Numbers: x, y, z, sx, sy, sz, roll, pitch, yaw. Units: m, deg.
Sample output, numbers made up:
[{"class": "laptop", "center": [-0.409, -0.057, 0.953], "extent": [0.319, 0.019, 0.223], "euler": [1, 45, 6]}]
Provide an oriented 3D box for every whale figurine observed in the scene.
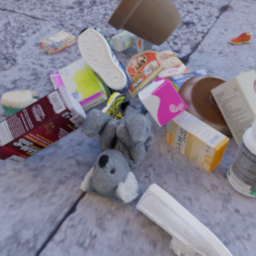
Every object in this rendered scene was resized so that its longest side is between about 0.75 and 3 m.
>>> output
[{"class": "whale figurine", "center": [-3.989, -0.921, 10.461], "extent": [1.315, 0.857, 1.653], "euler": [10, 22, 2]}]

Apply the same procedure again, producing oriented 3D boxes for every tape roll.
[{"class": "tape roll", "center": [0.701, -4.044, 13.028], "extent": [0.431, 1.305, 1.305], "euler": [-12, 47, -13]}]

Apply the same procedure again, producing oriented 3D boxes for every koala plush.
[{"class": "koala plush", "center": [-0.326, 0.939, 8.066], "extent": [1.995, 2.068, 2.250], "euler": [6, 65, 22]}]

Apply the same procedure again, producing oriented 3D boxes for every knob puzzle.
[{"class": "knob puzzle", "center": [0.438, -2.401, 11.263], "extent": [2.180, 0.302, 2.180], "euler": [-25, 50, 34]}]

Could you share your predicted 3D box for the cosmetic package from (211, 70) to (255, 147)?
[{"class": "cosmetic package", "center": [3.786, -0.515, 8.890], "extent": [0.991, 1.174, 2.271], "euler": [-24, 87, -29]}]

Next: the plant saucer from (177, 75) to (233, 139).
[{"class": "plant saucer", "center": [3.034, -0.859, 9.830], "extent": [2.656, 0.486, 2.656], "euler": [5, 65, -10]}]

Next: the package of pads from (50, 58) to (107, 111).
[{"class": "package of pads", "center": [-1.859, -1.575, 10.509], "extent": [1.663, 0.734, 2.152], "euler": [-28, 54, -2]}]

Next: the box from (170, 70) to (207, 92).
[{"class": "box", "center": [2.834, -1.148, 10.664], "extent": [1.594, 0.623, 2.613], "euler": [-15, 47, -14]}]

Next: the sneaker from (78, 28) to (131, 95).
[{"class": "sneaker", "center": [-0.834, -2.418, 10.710], "extent": [1.042, 1.894, 2.587], "euler": [-36, 88, 7]}]

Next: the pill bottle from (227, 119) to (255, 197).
[{"class": "pill bottle", "center": [3.619, 0.751, 7.618], "extent": [1.246, 2.203, 1.246], "euler": [3, 40, -2]}]

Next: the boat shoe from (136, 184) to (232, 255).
[{"class": "boat shoe", "center": [1.363, 2.599, 6.845], "extent": [2.824, 1.017, 0.967], "euler": [40, 85, 20]}]

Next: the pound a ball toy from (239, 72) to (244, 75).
[{"class": "pound a ball toy", "center": [4.686, -1.541, 11.135], "extent": [1.114, 0.726, 1.708], "euler": [8, 40, 44]}]

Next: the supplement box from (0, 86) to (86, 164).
[{"class": "supplement box", "center": [-2.610, -0.005, 8.113], "extent": [2.615, 1.423, 0.796], "euler": [-30, 71, 1]}]

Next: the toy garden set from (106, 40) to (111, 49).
[{"class": "toy garden set", "center": [-1.370, -3.783, 13.535], "extent": [1.071, 0.256, 1.285], "euler": [-7, 47, -8]}]

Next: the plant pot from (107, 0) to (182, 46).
[{"class": "plant pot", "center": [0.841, -4.586, 11.206], "extent": [2.288, 2.624, 2.624], "euler": [35, 46, -14]}]

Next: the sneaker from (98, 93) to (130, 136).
[{"class": "sneaker", "center": [-0.504, -0.427, 9.455], "extent": [0.702, 0.618, 1.659], "euler": [17, 77, 34]}]

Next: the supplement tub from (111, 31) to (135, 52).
[{"class": "supplement tub", "center": [-0.188, -4.231, 13.581], "extent": [0.783, 0.783, 1.080], "euler": [34, 54, 29]}]

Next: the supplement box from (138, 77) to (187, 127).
[{"class": "supplement box", "center": [1.022, -0.894, 8.951], "extent": [1.013, 1.035, 2.003], "euler": [-35, 10, 8]}]

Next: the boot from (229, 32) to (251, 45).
[{"class": "boot", "center": [5.627, -4.521, 14.016], "extent": [1.103, 0.592, 0.414], "euler": [-10, 48, -7]}]

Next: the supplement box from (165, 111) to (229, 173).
[{"class": "supplement box", "center": [2.075, 0.382, 8.795], "extent": [0.678, 1.163, 1.845], "euler": [-34, 54, -28]}]

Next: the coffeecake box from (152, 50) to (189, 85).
[{"class": "coffeecake box", "center": [1.562, -2.516, 11.994], "extent": [1.359, 0.647, 1.770], "euler": [-15, 47, -14]}]

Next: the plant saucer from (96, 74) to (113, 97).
[{"class": "plant saucer", "center": [-1.376, -1.584, 11.307], "extent": [1.612, 0.250, 1.612], "euler": [3, 47, -3]}]

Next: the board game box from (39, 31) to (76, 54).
[{"class": "board game box", "center": [-3.482, -4.286, 13.949], "extent": [1.088, 0.333, 1.436], "euler": [31, 53, 27]}]

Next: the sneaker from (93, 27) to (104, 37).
[{"class": "sneaker", "center": [-1.628, -4.029, 13.182], "extent": [0.564, 1.306, 0.507], "euler": [28, 28, -27]}]
